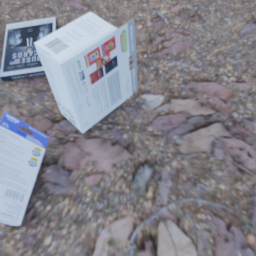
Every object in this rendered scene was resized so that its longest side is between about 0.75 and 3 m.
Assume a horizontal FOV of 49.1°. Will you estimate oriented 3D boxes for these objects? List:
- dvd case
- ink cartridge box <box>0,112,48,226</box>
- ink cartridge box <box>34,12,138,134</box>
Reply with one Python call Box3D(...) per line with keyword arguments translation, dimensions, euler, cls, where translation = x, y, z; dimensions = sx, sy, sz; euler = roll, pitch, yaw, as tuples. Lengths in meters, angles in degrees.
Box3D(translation=(-3.587, -2.944, 10.295), dimensions=(1.975, 0.325, 2.629), euler=(-8, 61, 1), cls="dvd case")
Box3D(translation=(-3.228, 1.087, 7.500), dimensions=(0.558, 1.586, 2.659), euler=(-12, 55, 39), cls="ink cartridge box")
Box3D(translation=(-0.981, -1.645, 8.151), dimensions=(2.471, 2.815, 1.180), euler=(-39, 61, -23), cls="ink cartridge box")
